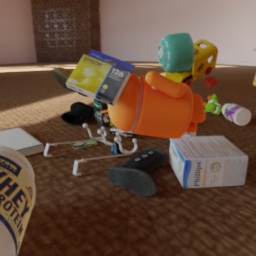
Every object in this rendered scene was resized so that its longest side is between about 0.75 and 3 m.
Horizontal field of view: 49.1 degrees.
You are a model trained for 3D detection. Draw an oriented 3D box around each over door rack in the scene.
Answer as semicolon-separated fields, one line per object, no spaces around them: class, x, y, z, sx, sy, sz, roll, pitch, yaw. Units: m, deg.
over door rack;-1.400;0.627;10.837;2.976;0.991;2.199;-17;26;-40

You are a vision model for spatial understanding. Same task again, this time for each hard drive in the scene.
hard drive;-4.963;0.635;11.854;1.771;0.353;2.686;-15;23;-36

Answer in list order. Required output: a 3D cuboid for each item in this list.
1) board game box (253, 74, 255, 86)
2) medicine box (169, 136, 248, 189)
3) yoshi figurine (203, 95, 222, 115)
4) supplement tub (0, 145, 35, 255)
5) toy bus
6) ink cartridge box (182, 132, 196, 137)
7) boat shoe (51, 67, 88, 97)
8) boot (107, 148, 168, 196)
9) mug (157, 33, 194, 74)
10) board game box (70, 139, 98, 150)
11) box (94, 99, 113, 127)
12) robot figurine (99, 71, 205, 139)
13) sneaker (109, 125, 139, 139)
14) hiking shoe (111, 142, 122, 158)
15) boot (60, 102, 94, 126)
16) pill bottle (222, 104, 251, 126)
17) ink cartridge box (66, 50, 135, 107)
board game box;4.815;-2.199;9.653;0.716;1.500;0.225;-8;27;-20
medicine box;2.594;1.080;9.437;2.034;1.047;1.852;-3;19;-5
yoshi figurine;5.008;-1.391;16.960;1.075;1.079;1.920;-15;21;4
supplement tub;-3.132;1.735;5.759;2.151;2.151;2.966;-2;19;-7
toy bus;2.696;-2.920;12.465;2.540;1.391;2.692;3;48;7
ink cartridge box;2.347;0.585;11.296;0.456;0.794;1.093;10;21;27
boat shoe;-1.831;-1.683;9.712;2.040;0.734;0.693;30;64;30
boot;0.686;1.361;9.316;1.821;0.725;2.209;16;20;34
mug;1.681;-2.615;10.357;1.028;1.663;1.366;-9;33;-10
board game box;-1.882;0.703;12.024;1.050;0.123;0.550;-10;19;-27
box;-0.927;-1.216;14.696;1.490;2.006;1.247;-9;21;-25
robot figurine;0.700;-0.614;8.026;2.906;1.694;2.090;8;3;-10
sneaker;-0.132;0.065;12.960;1.477;0.491;0.668;8;59;25
hiking shoe;-0.473;0.946;11.112;0.311;0.362;0.836;29;25;-27
boot;-2.906;-0.782;15.409;2.202;0.815;1.804;15;26;33
pill bottle;5.764;-0.780;15.124;0.933;0.933;1.662;-3;18;-10
ink cartridge box;-0.684;-1.382;7.220;1.332;1.347;0.317;22;-18;9
